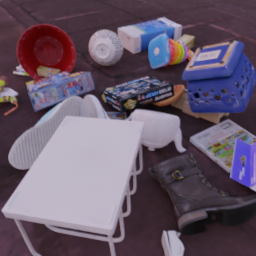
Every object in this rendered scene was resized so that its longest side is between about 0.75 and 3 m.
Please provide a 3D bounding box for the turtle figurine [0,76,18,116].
[{"bbox_3d":[-4.980,-1.191,10.032,2.027,0.653,1.635,-6,54,-4],"label":"turtle figurine"}]

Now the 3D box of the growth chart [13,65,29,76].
[{"bbox_3d":[-4.374,-2.757,12.599,1.241,0.152,1.715,7,39,10],"label":"growth chart"}]

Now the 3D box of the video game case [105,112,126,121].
[{"bbox_3d":[-0.497,-0.129,9.409,0.873,0.110,1.219,-1,39,0],"label":"video game case"}]

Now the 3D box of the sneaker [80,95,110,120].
[{"bbox_3d":[-0.673,0.101,8.244,0.857,0.884,2.421,2,56,-47],"label":"sneaker"}]

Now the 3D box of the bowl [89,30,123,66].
[{"bbox_3d":[-1.047,-3.398,12.162,1.552,1.552,0.728,5,26,6],"label":"bowl"}]

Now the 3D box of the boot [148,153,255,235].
[{"bbox_3d":[1.888,1.399,6.977,2.397,0.830,2.086,-10,41,-8],"label":"boot"}]

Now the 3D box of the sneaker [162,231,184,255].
[{"bbox_3d":[0.991,2.627,5.857,0.415,0.393,1.030,5,40,-9],"label":"sneaker"}]

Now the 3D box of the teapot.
[{"bbox_3d":[0.735,0.109,8.384,1.541,1.140,1.561,5,9,-31],"label":"teapot"}]

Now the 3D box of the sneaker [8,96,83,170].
[{"bbox_3d":[-2.436,0.199,8.555,2.835,1.048,1.161,-45,13,-29],"label":"sneaker"}]

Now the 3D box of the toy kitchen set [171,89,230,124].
[{"bbox_3d":[2.743,-1.454,9.716,1.910,1.723,1.558,27,45,36],"label":"toy kitchen set"}]

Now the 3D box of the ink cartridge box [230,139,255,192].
[{"bbox_3d":[3.603,1.078,6.916,2.037,0.442,2.018,29,34,8],"label":"ink cartridge box"}]

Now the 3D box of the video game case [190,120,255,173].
[{"bbox_3d":[3.086,0.486,8.596,1.765,0.202,1.606,-22,44,-26],"label":"video game case"}]

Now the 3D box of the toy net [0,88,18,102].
[{"bbox_3d":[-5.196,-1.309,10.644,2.257,0.436,1.184,6,37,5],"label":"toy net"}]

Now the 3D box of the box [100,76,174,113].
[{"bbox_3d":[0.304,-1.253,10.040,2.136,0.491,1.698,-20,26,-21],"label":"box"}]

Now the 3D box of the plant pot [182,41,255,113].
[{"bbox_3d":[2.783,-1.607,8.742,1.784,1.604,1.783,2,47,41],"label":"plant pot"}]

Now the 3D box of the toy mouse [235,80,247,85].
[{"bbox_3d":[3.672,-2.258,11.551,2.489,0.482,2.212,28,41,29],"label":"toy mouse"}]

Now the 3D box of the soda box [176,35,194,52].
[{"bbox_3d":[2.671,-4.035,13.836,0.577,0.545,1.704,22,45,25],"label":"soda box"}]

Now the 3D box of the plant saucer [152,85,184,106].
[{"bbox_3d":[1.446,-1.126,10.013,1.260,0.236,1.260,-25,21,10],"label":"plant saucer"}]

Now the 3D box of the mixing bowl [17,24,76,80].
[{"bbox_3d":[-3.347,-3.144,11.710,2.276,2.276,1.233,-7,23,-9],"label":"mixing bowl"}]

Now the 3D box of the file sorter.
[{"bbox_3d":[-0.853,1.326,6.245,2.005,1.799,2.889,5,39,12],"label":"file sorter"}]

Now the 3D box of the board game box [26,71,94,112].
[{"bbox_3d":[-2.492,-1.500,10.267,2.246,0.693,2.247,-19,23,-15],"label":"board game box"}]

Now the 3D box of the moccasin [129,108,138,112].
[{"bbox_3d":[0.232,-0.843,10.119,0.334,0.316,0.864,3,35,42],"label":"moccasin"}]

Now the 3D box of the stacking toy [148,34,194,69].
[{"bbox_3d":[2.160,-3.339,12.636,2.292,1.330,1.258,-3,-3,-34],"label":"stacking toy"}]

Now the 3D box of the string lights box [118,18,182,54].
[{"bbox_3d":[1.129,-4.851,14.554,2.987,0.881,1.535,-22,44,-24],"label":"string lights box"}]

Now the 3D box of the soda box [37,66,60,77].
[{"bbox_3d":[-3.296,-2.295,11.646,0.921,0.312,0.295,13,44,9],"label":"soda box"}]
